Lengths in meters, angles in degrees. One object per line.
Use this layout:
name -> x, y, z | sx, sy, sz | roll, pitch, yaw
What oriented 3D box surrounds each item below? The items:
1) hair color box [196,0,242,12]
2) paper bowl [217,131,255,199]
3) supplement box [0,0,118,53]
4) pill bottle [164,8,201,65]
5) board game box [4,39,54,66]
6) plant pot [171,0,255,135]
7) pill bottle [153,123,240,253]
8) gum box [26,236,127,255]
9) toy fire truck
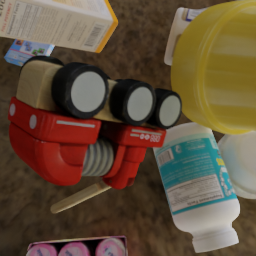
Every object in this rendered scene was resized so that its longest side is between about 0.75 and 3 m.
hair color box -> 3.110, -3.553, 9.183 | 1.726, 0.529, 0.876 | -15, 68, -5
paper bowl -> 3.235, 0.798, 7.190 | 1.893, 0.984, 1.893 | -1, 68, 1
supplement box -> -1.827, -2.777, 6.107 | 2.786, 1.024, 1.756 | -1, 58, -39
pill bottle -> 2.563, -2.348, 8.093 | 2.741, 1.641, 1.641 | 16, 69, 7
board game box -> -3.027, -2.626, 8.940 | 1.166, 0.282, 1.542 | 18, 69, 7
plant pot -> 2.638, -1.007, 5.271 | 2.734, 2.734, 2.573 | -35, 28, -13
pill bottle -> 1.634, 1.380, 6.653 | 1.532, 1.532, 2.766 | -12, 69, -5
gum box -> -1.085, 2.846, 6.226 | 2.128, 1.208, 0.704 | -4, 68, -1
toy fire truck -> -0.771, 0.465, 4.665 | 1.833, 2.507, 2.849 | 22, 100, 44
